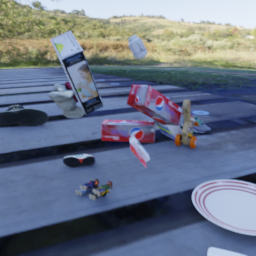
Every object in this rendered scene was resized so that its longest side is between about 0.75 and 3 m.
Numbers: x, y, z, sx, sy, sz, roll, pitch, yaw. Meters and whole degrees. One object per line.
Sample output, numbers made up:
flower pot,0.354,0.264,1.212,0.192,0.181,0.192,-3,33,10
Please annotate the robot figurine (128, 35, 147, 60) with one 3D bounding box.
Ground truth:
robot figurine,0.390,-3.234,11.423,0.573,1.015,0.861,-31,9,-16

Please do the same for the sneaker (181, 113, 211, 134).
sneaker,3.499,-0.277,14.544,0.711,0.837,1.912,-12,21,-32

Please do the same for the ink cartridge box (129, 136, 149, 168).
ink cartridge box,0.333,0.681,7.954,0.174,0.777,0.684,-35,21,11

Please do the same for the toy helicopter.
toy helicopter,2.652,-0.278,12.302,0.873,2.213,1.464,9,38,27

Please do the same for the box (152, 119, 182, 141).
box,1.681,-0.340,13.159,0.583,2.447,1.492,-43,30,-8

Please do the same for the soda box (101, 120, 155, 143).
soda box,0.013,0.149,13.156,2.490,0.872,0.790,2,18,7

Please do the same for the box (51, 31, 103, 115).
box,-1.363,-1.456,7.650,0.589,1.960,1.143,-25,50,-8

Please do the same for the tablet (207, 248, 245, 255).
tablet,2.068,3.085,5.292,1.306,0.137,2.007,7,20,21

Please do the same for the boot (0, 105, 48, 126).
boot,-5.861,-0.798,15.943,2.762,0.997,2.086,-2,16,-8

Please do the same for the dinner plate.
dinner plate,3.124,2.189,7.767,2.672,0.324,2.672,-1,19,0

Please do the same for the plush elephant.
plush elephant,-1.821,-1.185,9.344,1.535,1.633,1.983,-20,57,-8

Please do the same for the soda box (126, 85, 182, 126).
soda box,0.972,-0.741,9.761,0.780,0.706,2.228,9,-12,42

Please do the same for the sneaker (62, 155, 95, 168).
sneaker,-1.862,1.242,10.684,1.216,0.428,0.569,-3,3,-7

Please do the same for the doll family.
doll family,-0.992,1.837,8.569,1.340,0.526,0.775,10,25,37
